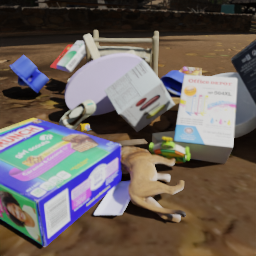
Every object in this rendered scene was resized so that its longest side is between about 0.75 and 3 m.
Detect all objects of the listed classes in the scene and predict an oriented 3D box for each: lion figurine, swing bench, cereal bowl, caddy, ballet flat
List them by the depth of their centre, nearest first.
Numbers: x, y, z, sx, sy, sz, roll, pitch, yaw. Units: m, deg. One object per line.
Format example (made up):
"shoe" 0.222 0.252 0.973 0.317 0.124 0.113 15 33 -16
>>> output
"lion figurine" 0.314 0.999 5.546 1.324 0.783 2.162 11 16 -7
"ballet flat" -1.586 -0.292 7.914 1.638 0.552 0.511 -38 -9 31
"cereal bowl" 2.912 -0.547 8.385 2.381 0.992 2.381 -16 42 15
"caddy" 1.859 -1.528 10.649 1.403 0.992 0.737 32 55 23
"swing bench" -0.187 -2.319 10.928 2.660 2.674 1.735 3 26 7
"caddy" -4.130 -2.138 11.517 1.012 1.363 1.929 -45 35 -6

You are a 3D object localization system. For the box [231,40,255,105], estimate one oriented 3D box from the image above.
"box" 4.166 -1.039 6.641 2.019 2.729 1.424 -23 -7 -26

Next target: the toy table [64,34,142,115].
"toy table" -0.806 -1.688 9.196 2.723 2.503 1.595 -15 35 -6

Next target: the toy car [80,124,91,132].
"toy car" -0.819 0.365 6.753 0.340 1.023 0.502 -15 9 -38

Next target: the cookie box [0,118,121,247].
"cookie box" -1.792 0.782 5.537 2.583 0.970 2.209 15 27 28

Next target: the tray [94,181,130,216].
"tray" -0.185 1.379 5.451 0.589 0.122 1.097 -7 19 23

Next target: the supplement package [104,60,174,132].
"supplement package" 0.357 -0.889 8.222 1.432 1.369 1.053 -37 57 7

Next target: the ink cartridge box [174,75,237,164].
"ink cartridge box" 1.866 -0.315 6.811 1.266 1.233 1.969 6 69 14

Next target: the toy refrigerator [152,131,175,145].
"toy refrigerator" 1.249 0.355 7.623 1.118 0.391 0.424 -7 26 -10

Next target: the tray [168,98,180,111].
"tray" 2.526 -1.062 10.720 2.858 0.529 1.410 5 24 9

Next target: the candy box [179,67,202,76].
"candy box" 3.229 -2.813 14.770 1.003 0.485 1.719 10 27 21

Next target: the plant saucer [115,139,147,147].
"plant saucer" 0.040 0.352 6.494 0.806 0.119 0.806 -6 -5 -1

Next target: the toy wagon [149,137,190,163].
"toy wagon" 0.879 0.497 6.036 0.841 1.084 0.214 5 68 18

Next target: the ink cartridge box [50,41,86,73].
"ink cartridge box" -2.654 -3.198 12.268 1.805 0.452 1.453 24 72 41
